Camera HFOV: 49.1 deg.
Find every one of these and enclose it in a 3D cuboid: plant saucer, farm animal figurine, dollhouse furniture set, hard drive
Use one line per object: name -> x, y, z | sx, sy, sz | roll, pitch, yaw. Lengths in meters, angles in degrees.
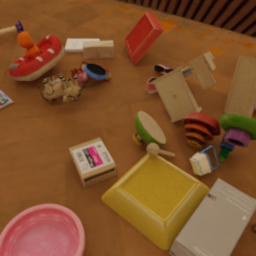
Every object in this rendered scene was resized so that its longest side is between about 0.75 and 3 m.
plant saucer -> -2.183, 3.036, 7.136 | 2.185, 0.554, 2.185 | 1, 44, -1
farm animal figurine -> -2.507, -1.567, 11.364 | 2.155, 1.136, 2.179 | -12, 23, 7
plant saucer -> 0.873, 1.854, 8.309 | 2.470, 0.598, 2.470 | 32, 53, 27
dollhouse furniture set -> 5.607, -1.524, 11.809 | 2.620, 2.244, 2.755 | 15, 12, 14
dollhouse furniture set -> 2.667, -1.742, 10.929 | 2.516, 1.739, 2.665 | -22, 9, 39
dollhouse furniture set -> -1.530, -2.483, 12.850 | 1.396, 0.568, 0.751 | 11, 43, -13
hard drive -> -2.417, -4.383, 14.889 | 1.723, 0.230, 1.136 | 0, 45, 0
plant saucer -> 0.620, -4.488, 13.722 | 0.402, 2.187, 2.191 | 24, 34, -34

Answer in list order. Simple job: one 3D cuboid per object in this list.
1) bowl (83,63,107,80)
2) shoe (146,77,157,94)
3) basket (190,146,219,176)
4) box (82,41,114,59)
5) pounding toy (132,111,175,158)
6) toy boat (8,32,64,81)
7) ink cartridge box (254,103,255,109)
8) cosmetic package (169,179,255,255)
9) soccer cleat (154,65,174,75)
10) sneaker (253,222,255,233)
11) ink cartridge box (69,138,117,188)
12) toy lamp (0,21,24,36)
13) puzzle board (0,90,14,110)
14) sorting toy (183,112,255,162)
bowl -> -1.446, -2.518, 12.425 | 1.063, 0.209, 1.063 | 19, 35, -14
shoe -> 1.339, -1.932, 12.160 | 1.245, 0.566, 0.445 | -21, 48, -20
basket -> 2.456, 1.067, 8.943 | 0.878, 0.775, 0.611 | -21, 12, -13
box -> -1.496, -3.929, 14.094 | 1.518, 0.721, 0.590 | -3, 45, -1
pounding toy -> 0.619, 0.371, 9.562 | 0.837, 1.393, 1.804 | -40, 56, 22
toy boat -> -4.249, -3.422, 12.508 | 1.794, 1.797, 2.749 | 9, 45, 37
ink cartridge box -> 5.097, -1.044, 11.431 | 0.760, 0.333, 0.552 | -1, 45, 2
cosmetic package -> 2.225, 2.603, 7.259 | 1.239, 1.046, 2.319 | 31, 50, 23
soccer cleat -> 1.833, -2.622, 13.005 | 1.265, 0.432, 0.463 | 25, 23, 16
sneaker -> 3.828, 2.749, 7.623 | 0.795, 0.280, 0.300 | 9, 42, 8
ink cartridge box -> -1.163, 1.093, 9.123 | 1.156, 0.527, 1.403 | -20, 47, -18
toy lamp -> -7.202, -5.161, 15.297 | 2.806, 0.817, 0.817 | -26, 50, -25
puzzle board -> -6.134, -1.228, 11.720 | 2.258, 0.196, 1.702 | 34, 54, 30
sorting toy -> 2.975, 0.338, 9.133 | 2.757, 1.656, 1.132 | 9, 69, 52
